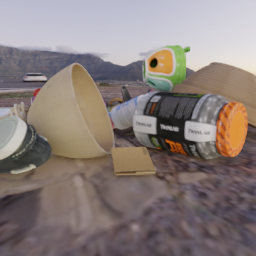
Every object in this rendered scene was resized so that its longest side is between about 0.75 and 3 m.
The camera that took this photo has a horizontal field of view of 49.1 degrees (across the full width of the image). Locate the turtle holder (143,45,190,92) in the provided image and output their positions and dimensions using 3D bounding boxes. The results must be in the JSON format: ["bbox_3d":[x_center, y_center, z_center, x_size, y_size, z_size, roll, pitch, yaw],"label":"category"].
[{"bbox_3d":[1.254,-2.045,9.706,1.480,1.583,2.084,-4,17,-3],"label":"turtle holder"}]

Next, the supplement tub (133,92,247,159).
[{"bbox_3d":[1.195,-0.081,5.617,2.021,1.238,1.238,10,14,42],"label":"supplement tub"}]

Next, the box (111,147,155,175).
[{"bbox_3d":[0.058,0.534,4.656,0.637,0.083,0.780,-1,24,-8],"label":"box"}]

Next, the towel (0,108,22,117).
[{"bbox_3d":[-3.753,-0.142,7.897,2.461,0.593,2.107,-1,13,-7],"label":"towel"}]

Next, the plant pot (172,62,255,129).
[{"bbox_3d":[2.627,-0.951,7.549,2.675,1.235,2.675,21,8,-3],"label":"plant pot"}]

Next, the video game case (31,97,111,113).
[{"bbox_3d":[-1.939,-0.735,10.182,2.384,0.427,2.160,1,-4,3],"label":"video game case"}]

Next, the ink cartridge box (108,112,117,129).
[{"bbox_3d":[-0.669,-0.265,8.944,1.204,0.406,0.701,7,12,40],"label":"ink cartridge box"}]

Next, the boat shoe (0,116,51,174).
[{"bbox_3d":[-2.192,0.387,4.567,2.377,0.899,0.717,-2,-33,42],"label":"boat shoe"}]

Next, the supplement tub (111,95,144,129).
[{"bbox_3d":[0.122,-0.422,7.726,1.045,0.689,0.689,-21,-2,33],"label":"supplement tub"}]

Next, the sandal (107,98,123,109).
[{"bbox_3d":[-0.539,-1.214,13.769,0.865,0.578,2.117,-4,11,-21],"label":"sandal"}]

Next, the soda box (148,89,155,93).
[{"bbox_3d":[1.101,-0.754,9.722,0.968,0.866,2.736,20,8,-5],"label":"soda box"}]

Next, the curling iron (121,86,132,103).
[{"bbox_3d":[-0.035,-1.022,10.313,0.327,0.634,2.556,-20,-12,4],"label":"curling iron"}]

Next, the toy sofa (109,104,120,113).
[{"bbox_3d":[-0.425,-0.621,10.976,0.409,0.482,0.987,-26,9,7],"label":"toy sofa"}]

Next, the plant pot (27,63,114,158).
[{"bbox_3d":[-1.183,-0.161,5.408,1.217,1.813,1.813,-21,7,10],"label":"plant pot"}]

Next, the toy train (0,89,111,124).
[{"bbox_3d":[-1.452,-0.126,6.470,1.705,1.247,2.947,14,11,3],"label":"toy train"}]
